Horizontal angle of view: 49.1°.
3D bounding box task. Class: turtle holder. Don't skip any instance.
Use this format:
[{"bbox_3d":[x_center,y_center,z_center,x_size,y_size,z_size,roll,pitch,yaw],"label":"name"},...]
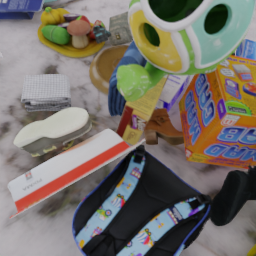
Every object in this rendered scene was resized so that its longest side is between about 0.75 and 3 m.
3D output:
[{"bbox_3d":[0.730,-1.763,4.480,2.546,1.808,1.934,-24,87,21],"label":"turtle holder"}]

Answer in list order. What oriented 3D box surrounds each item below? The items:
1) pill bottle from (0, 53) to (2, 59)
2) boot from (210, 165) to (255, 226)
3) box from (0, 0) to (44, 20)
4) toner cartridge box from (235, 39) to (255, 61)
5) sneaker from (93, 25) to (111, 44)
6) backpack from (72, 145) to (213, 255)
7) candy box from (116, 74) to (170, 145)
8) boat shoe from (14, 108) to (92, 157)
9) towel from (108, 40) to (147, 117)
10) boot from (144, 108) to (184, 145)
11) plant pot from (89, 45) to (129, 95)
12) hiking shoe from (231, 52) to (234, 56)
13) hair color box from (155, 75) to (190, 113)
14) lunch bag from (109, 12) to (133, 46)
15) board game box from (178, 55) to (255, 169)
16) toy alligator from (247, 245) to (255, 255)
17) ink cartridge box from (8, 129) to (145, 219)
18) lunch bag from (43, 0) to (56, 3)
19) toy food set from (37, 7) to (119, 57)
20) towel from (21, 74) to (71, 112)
[{"bbox_3d":[-4.128,-1.894,7.840,1.056,0.602,0.602,-34,60,2],"label":"pill bottle"},{"bbox_3d":[2.357,1.359,5.626,1.136,1.386,0.513,2,27,-27],"label":"boot"},{"bbox_3d":[-3.979,-4.477,9.488,2.777,0.450,1.682,5,72,12],"label":"box"},{"bbox_3d":[3.084,-1.428,7.184,0.718,0.327,1.513,10,88,-16],"label":"toner cartridge box"},{"bbox_3d":[-0.732,-2.670,7.812,0.419,0.441,1.112,-22,23,9],"label":"sneaker"},{"bbox_3d":[0.149,1.678,4.984,1.915,1.411,2.098,37,59,20],"label":"backpack"},{"bbox_3d":[0.415,-0.747,6.230,0.572,1.181,2.025,26,54,3],"label":"candy box"},{"bbox_3d":[-1.524,0.141,5.930,2.094,0.626,0.748,-15,40,32],"label":"boat shoe"},{"bbox_3d":[0.079,-1.425,6.884,0.547,1.257,2.252,19,53,10],"label":"towel"},{"bbox_3d":[0.968,-0.066,6.842,1.174,0.432,0.908,0,60,4],"label":"boot"},{"bbox_3d":[-0.111,-1.720,8.056,2.032,0.279,2.032,1,58,-2],"label":"plant pot"},{"bbox_3d":[1.953,-1.724,6.402,1.527,0.578,0.769,-20,64,-34],"label":"hiking shoe"},{"bbox_3d":[1.067,-1.124,7.602,0.746,0.442,1.365,27,61,18],"label":"hair color box"},{"bbox_3d":[-0.202,-2.939,8.457,0.712,0.510,0.868,0,83,37],"label":"lunch bag"},{"bbox_3d":[2.265,-0.320,6.025,1.695,1.694,1.694,8,52,-11],"label":"board game box"},{"bbox_3d":[2.662,2.380,5.066,2.412,0.654,0.715,-37,63,-22],"label":"toy alligator"},{"bbox_3d":[-1.090,0.665,5.070,2.186,2.696,0.676,-29,86,-18],"label":"ink cartridge box"},{"bbox_3d":[-3.158,-5.229,10.327,1.191,0.573,1.485,-18,57,-9],"label":"lunch bag"},{"bbox_3d":[-1.620,-3.096,8.640,2.849,0.930,1.676,30,61,18],"label":"toy food set"},{"bbox_3d":[-2.046,-0.867,7.084,1.161,0.497,0.961,-5,49,-10],"label":"towel"}]
